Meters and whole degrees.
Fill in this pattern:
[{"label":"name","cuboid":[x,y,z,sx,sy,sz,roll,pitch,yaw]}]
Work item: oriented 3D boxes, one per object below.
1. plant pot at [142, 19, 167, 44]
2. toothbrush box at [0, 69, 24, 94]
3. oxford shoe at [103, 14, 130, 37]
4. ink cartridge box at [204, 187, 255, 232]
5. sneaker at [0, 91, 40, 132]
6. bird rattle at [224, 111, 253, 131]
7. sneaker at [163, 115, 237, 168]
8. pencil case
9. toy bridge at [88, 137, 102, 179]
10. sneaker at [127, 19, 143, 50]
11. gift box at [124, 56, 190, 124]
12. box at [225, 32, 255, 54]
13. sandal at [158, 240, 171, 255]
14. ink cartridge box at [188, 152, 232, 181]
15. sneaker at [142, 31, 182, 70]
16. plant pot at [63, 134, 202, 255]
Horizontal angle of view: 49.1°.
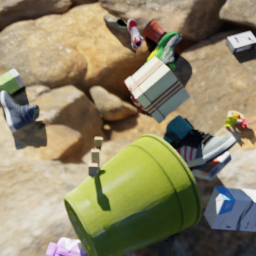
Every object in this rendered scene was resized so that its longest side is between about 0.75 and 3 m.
[{"label":"plant pot","cuboid":[1.102,-3.842,11.283,0.737,0.758,0.758,43,69,12]},{"label":"toothbrush box","cuboid":[-4.287,-1.590,10.052,0.893,0.650,0.384,-37,67,-17]},{"label":"oxford shoe","cuboid":[-0.467,-4.410,11.636,1.535,0.574,0.541,39,68,19]},{"label":"ink cartridge box","cuboid":[3.029,2.190,7.484,1.688,0.979,0.573,8,23,-13]},{"label":"sneaker","cuboid":[-3.651,-0.737,9.560,1.116,0.587,1.545,-24,73,-1]},{"label":"bird rattle","cuboid":[3.723,-0.319,9.501,0.873,0.492,0.712,2,45,-2]},{"label":"sneaker","cuboid":[1.796,0.257,7.863,1.004,2.402,1.450,-33,89,-29]},{"label":"pencil case","cuboid":[-0.589,3.526,6.898,2.765,1.182,1.160,10,54,3]},{"label":"toy bridge","cuboid":[-0.742,0.739,6.392,0.200,0.494,1.468,2,23,-1]},{"label":"sneaker","cuboid":[0.263,-3.350,10.013,0.387,0.611,1.087,-15,106,-5]},{"label":"gift box","cuboid":[0.658,-1.089,7.772,1.323,1.417,1.307,-42,29,9]},{"label":"box","cuboid":[4.540,-3.430,11.248,1.054,0.317,0.615,-18,63,-10]},{"label":"sandal","cuboid":[0.731,3.037,6.259,0.284,0.426,1.041,24,67,-27]},{"label":"ink cartridge box","cuboid":[2.238,1.012,8.319,1.045,0.323,1.288,-34,25,-26]},{"label":"sneaker","cuboid":[1.435,-2.687,10.635,0.979,0.897,2.298,31,74,8]},{"label":"plant pot","cuboid":[-0.082,1.847,6.802,2.531,2.629,2.629,-25,64,-25]}]
